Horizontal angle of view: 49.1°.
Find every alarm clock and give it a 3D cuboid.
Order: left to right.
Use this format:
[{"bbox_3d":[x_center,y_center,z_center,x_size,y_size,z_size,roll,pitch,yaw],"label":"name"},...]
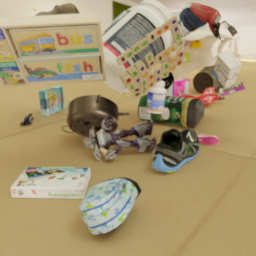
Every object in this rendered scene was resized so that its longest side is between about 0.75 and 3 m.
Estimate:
[{"bbox_3d":[-1.436,-0.233,9.933,2.669,0.889,1.800,-21,-35,37],"label":"alarm clock"}]

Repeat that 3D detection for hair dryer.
[{"bbox_3d":[2.343,-3.011,8.069,0.412,1.517,1.155,-47,9,-3],"label":"hair dryer"}]

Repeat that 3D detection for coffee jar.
[{"bbox_3d":[1.845,-0.762,11.918,2.659,1.135,1.387,9,20,25],"label":"coffee jar"}]

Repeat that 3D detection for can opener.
[{"bbox_3d":[-4.299,-0.410,12.066,0.478,0.386,1.217,-2,19,-3],"label":"can opener"}]

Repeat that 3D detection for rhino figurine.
[{"bbox_3d":[-2.532,-3.111,8.808,2.620,1.146,0.783,-6,7,25],"label":"rhino figurine"}]

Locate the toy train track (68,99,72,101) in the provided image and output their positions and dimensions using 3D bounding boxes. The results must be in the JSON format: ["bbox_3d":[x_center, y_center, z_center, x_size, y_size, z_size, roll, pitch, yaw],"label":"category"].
[{"bbox_3d":[-2.947,-1.676,16.211,0.989,0.161,0.567,-3,19,-7],"label":"toy train track"}]

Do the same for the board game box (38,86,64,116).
[{"bbox_3d":[-3.668,-1.327,13.560,0.364,1.171,1.551,6,20,18],"label":"board game box"}]

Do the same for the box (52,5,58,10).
[{"bbox_3d":[-2.690,-3.587,11.748,2.300,2.283,0.572,23,42,-41],"label":"box"}]

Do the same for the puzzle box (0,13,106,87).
[{"bbox_3d":[-2.018,-1.876,7.025,2.860,1.903,0.364,-4,54,-2],"label":"puzzle box"}]

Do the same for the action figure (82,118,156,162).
[{"bbox_3d":[-0.308,0.320,8.784,2.294,0.796,1.493,-6,58,-15],"label":"action figure"}]

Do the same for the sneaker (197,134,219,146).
[{"bbox_3d":[2.689,0.370,9.756,0.910,0.370,0.401,6,21,15],"label":"sneaker"}]

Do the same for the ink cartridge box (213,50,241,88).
[{"bbox_3d":[4.033,-2.414,11.500,0.526,1.248,0.911,-26,61,-6],"label":"ink cartridge box"}]

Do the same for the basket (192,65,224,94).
[{"bbox_3d":[5.472,-3.212,18.516,2.297,1.732,2.547,26,33,27],"label":"basket"}]

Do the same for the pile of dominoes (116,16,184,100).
[{"bbox_3d":[0.686,-1.616,7.016,1.902,1.482,0.303,-37,49,-2],"label":"pile of dominoes"}]

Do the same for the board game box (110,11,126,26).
[{"bbox_3d":[0.048,-3.778,12.461,1.149,2.231,1.170,6,-20,-38],"label":"board game box"}]

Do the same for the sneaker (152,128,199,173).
[{"bbox_3d":[1.533,0.474,8.389,0.884,1.033,2.492,13,23,30],"label":"sneaker"}]

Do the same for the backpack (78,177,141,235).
[{"bbox_3d":[-0.410,1.519,5.560,1.056,0.995,1.295,-17,27,24],"label":"backpack"}]

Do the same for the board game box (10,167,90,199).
[{"bbox_3d":[-1.864,1.338,6.965,1.707,0.295,1.078,1,18,2],"label":"board game box"}]

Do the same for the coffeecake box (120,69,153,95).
[{"bbox_3d":[0.109,-2.041,10.700,1.447,1.111,0.529,-18,32,31],"label":"coffeecake box"}]

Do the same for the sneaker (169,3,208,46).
[{"bbox_3d":[1.628,-3.333,9.689,0.931,1.441,2.656,39,-8,-27],"label":"sneaker"}]

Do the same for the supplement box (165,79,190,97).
[{"bbox_3d":[2.811,-2.369,16.926,1.019,1.041,2.014,14,21,38],"label":"supplement box"}]

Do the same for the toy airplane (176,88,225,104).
[{"bbox_3d":[4.014,-1.675,15.667,2.674,0.492,2.674,-2,26,1],"label":"toy airplane"}]

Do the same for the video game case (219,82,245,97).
[{"bbox_3d":[3.632,-1.356,9.828,0.827,0.148,0.749,-18,14,22],"label":"video game case"}]

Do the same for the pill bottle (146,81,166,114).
[{"bbox_3d":[0.856,-0.946,8.540,0.534,0.952,0.534,5,14,-1],"label":"pill bottle"}]

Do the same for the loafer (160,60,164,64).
[{"bbox_3d":[2.088,-3.160,14.035,1.270,0.399,0.457,32,9,12],"label":"loafer"}]

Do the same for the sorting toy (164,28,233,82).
[{"bbox_3d":[3.045,-3.419,12.181,2.580,1.531,2.866,0,-25,-5],"label":"sorting toy"}]

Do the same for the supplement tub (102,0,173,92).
[{"bbox_3d":[0.125,-2.533,8.678,2.552,1.791,1.791,-46,35,-13],"label":"supplement tub"}]

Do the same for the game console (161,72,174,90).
[{"bbox_3d":[1.149,-1.548,9.848,0.161,1.334,0.787,3,58,-27],"label":"game console"}]
